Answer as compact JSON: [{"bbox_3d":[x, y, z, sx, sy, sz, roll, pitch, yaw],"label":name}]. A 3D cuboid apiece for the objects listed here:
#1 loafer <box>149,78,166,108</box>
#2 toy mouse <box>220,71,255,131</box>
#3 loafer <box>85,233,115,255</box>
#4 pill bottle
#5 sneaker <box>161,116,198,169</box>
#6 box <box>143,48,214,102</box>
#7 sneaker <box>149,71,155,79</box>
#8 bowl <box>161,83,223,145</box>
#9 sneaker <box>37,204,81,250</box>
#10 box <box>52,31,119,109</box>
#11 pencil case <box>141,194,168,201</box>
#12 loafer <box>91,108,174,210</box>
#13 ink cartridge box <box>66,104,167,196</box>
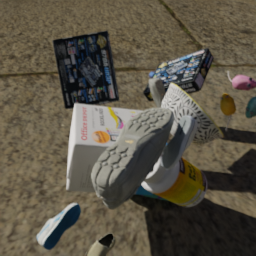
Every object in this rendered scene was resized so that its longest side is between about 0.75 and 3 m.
[{"bbox_3d":[1.138,-1.126,10.134,0.519,1.484,0.518,-31,29,-19],"label":"loafer"},{"bbox_3d":[4.471,-1.242,10.604,2.091,2.353,0.455,-14,-15,33],"label":"toy mouse"},{"bbox_3d":[-0.722,2.965,6.760,0.452,0.408,1.195,24,36,21],"label":"loafer"},{"bbox_3d":[1.083,1.256,7.286,1.175,2.150,1.175,-23,51,32],"label":"pill bottle"},{"bbox_3d":[1.187,0.359,6.180,0.451,1.273,0.465,17,15,-41],"label":"sneaker"},{"bbox_3d":[1.875,-1.979,10.692,2.347,0.540,1.865,-8,42,44],"label":"box"},{"bbox_3d":[2.075,-2.586,12.600,2.311,0.950,0.854,-4,24,6],"label":"sneaker"},{"bbox_3d":[1.525,-0.167,7.673,0.952,2.028,2.028,-43,46,6],"label":"bowl"},{"bbox_3d":[-1.133,1.553,4.586,0.341,0.323,0.843,7,41,46],"label":"sneaker"},{"bbox_3d":[-1.583,-2.176,10.751,2.126,2.675,0.615,-10,6,2],"label":"box"},{"bbox_3d":[0.710,1.858,9.919,2.383,1.101,1.014,11,18,11],"label":"pencil case"},{"bbox_3d":[0.210,0.486,5.818,0.955,0.953,2.732,15,41,30],"label":"loafer"},{"bbox_3d":[-0.448,0.667,8.630,2.680,1.939,1.973,5,38,-14],"label":"ink cartridge box"}]
